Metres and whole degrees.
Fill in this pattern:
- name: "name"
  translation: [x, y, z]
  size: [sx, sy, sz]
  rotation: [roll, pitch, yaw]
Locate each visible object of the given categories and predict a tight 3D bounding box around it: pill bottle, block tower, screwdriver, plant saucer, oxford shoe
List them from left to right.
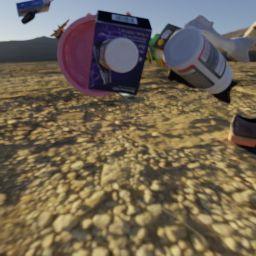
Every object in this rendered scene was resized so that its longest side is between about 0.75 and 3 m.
- name: "screwdriver"
  translation: [-2.346, -3.199, 7.474]
  size: [1.531, 0.223, 0.214]
  rotation: [-24, -15, 29]
- name: "plant saucer"
  translation: [-0.985, -2.368, 9.281]
  size: [2.616, 2.616, 0.663]
  rotation: [1, 26, 2]
- name: "pill bottle"
  translation: [-0.285, -1.653, 6.339]
  size: [0.723, 0.723, 1.242]
  rotation: [-5, 17, -17]
- name: "pill bottle"
  translation: [2.163, -1.905, 8.407]
  size: [1.256, 1.256, 2.206]
  rotation: [19, -3, 46]
- name: "block tower"
  translation: [4.281, -3.102, 10.072]
  size: [0.464, 1.717, 0.496]
  rotation: [35, 44, -3]
- name: "oxford shoe"
  translation: [4.848, 0.111, 9.196]
  size: [2.844, 1.037, 1.014]
  rotation: [5, 18, 16]

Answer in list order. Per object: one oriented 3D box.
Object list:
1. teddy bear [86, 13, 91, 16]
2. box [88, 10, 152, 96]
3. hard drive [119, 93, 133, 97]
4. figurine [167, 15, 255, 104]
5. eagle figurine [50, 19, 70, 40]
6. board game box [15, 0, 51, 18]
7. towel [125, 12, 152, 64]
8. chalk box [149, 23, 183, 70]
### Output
- name: "teddy bear"
  translation: [-1.835, -4.974, 13.668]
  size: [0.504, 1.095, 1.510]
  rotation: [-16, 53, 4]
- name: "box"
  translation: [-0.279, -2.011, 7.672]
  size: [1.442, 1.948, 1.016]
  rotation: [6, 37, -8]
- name: "hard drive"
  translation: [-0.120, -2.136, 17.895]
  size: [0.594, 0.120, 0.901]
  rotation: [-6, 18, -20]
- name: "figurine"
  translation: [3.024, -2.433, 10.167]
  size: [2.516, 2.579, 1.110]
  rotation: [31, 36, 23]
- name: "eagle figurine"
  translation: [-2.423, -3.419, 11.568]
  size: [1.224, 1.613, 1.217]
  rotation: [-8, 49, 40]
- name: "board game box"
  translation: [-2.638, -3.338, 7.782]
  size: [0.887, 0.192, 0.883]
  rotation: [-19, 14, -16]
- name: "towel"
  translation: [0.377, -3.146, 9.755]
  size: [0.194, 1.225, 1.706]
  rotation: [-25, 55, 3]
- name: "chalk box"
  translation: [2.071, -3.599, 12.759]
  size: [2.337, 1.459, 1.448]
  rotation: [31, -12, 26]
